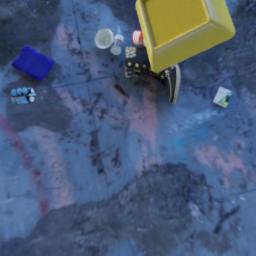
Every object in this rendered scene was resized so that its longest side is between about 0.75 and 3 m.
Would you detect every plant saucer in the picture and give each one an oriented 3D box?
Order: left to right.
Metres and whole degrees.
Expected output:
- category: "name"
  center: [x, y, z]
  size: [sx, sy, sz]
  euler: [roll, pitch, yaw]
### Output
- category: "plant saucer"
  center: [1.562, -3.677, 9.056]
  size: [2.893, 0.701, 2.892]
  euler: [-21, 75, 30]

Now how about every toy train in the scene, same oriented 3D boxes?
- category: "toy train"
  center: [-3.222, -0.972, 8.585]
  size: [0.820, 0.356, 0.469]
  euler: [-3, 102, 22]

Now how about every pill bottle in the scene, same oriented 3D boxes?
- category: "pill bottle"
  center: [-0.483, -3.735, 12.580]
  size: [0.453, 0.453, 0.801]
  euler: [12, 70, 4]

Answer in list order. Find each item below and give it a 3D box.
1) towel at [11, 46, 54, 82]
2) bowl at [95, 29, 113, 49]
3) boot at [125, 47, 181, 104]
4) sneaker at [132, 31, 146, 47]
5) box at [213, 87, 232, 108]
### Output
- category: "towel"
  center: [-4.152, -2.803, 12.294]
  size: [1.581, 0.392, 1.168]
  euler: [29, 79, 11]
- category: "bowl"
  center: [-1.015, -3.955, 12.607]
  size: [0.911, 0.410, 0.911]
  euler: [-3, 83, 23]
- category: "boot"
  center: [0.989, -2.305, 11.682]
  size: [2.238, 1.088, 2.973]
  euler: [0, 65, -1]
- category: "sneaker"
  center: [1.079, -4.294, 12.549]
  size: [1.369, 0.929, 2.371]
  euler: [21, 40, 37]
- category: "box"
  center: [3.995, -1.295, 11.810]
  size: [0.561, 0.141, 0.777]
  euler: [26, 72, 10]
